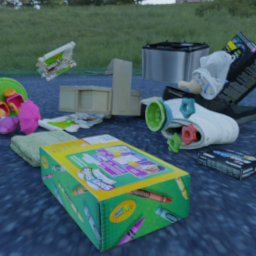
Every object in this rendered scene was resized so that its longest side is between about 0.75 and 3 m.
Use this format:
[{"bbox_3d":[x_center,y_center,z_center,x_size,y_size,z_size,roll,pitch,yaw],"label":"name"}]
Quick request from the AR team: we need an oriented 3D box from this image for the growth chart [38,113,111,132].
[{"bbox_3d":[-1.944,-0.287,10.162,1.997,0.245,2.760,12,20,35],"label":"growth chart"}]

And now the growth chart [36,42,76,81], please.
[{"bbox_3d":[-2.684,-2.453,10.612,1.657,0.203,2.289,-36,-1,-14],"label":"growth chart"}]

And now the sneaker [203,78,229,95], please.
[{"bbox_3d":[2.732,-1.376,8.864,0.573,0.515,1.394,41,29,30],"label":"sneaker"}]

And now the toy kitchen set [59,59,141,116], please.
[{"bbox_3d":[-0.985,-1.475,10.363,2.324,1.896,2.097,0,6,-43],"label":"toy kitchen set"}]

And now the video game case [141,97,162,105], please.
[{"bbox_3d":[1.588,-1.187,13.581,1.894,0.238,2.081,11,19,35],"label":"video game case"}]

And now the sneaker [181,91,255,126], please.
[{"bbox_3d":[2.889,-0.809,9.153,2.647,1.516,1.012,2,16,29],"label":"sneaker"}]

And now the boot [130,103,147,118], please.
[{"bbox_3d":[0.707,-0.586,10.615,1.532,0.554,1.274,2,13,-6],"label":"boot"}]

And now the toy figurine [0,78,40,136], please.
[{"bbox_3d":[-3.729,-0.386,8.684,2.238,1.680,2.060,-36,42,-29],"label":"toy figurine"}]

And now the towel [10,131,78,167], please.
[{"bbox_3d":[-2.036,0.433,7.093,1.525,0.375,2.056,-11,18,-34],"label":"towel"}]

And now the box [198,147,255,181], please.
[{"bbox_3d":[2.249,0.743,6.129,0.892,0.258,1.122,-10,18,-33],"label":"box"}]

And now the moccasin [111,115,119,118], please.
[{"bbox_3d":[-0.629,-0.626,10.908,0.487,0.514,1.332,-13,-3,-4],"label":"moccasin"}]

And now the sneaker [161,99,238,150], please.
[{"bbox_3d":[1.420,-0.192,8.106,1.695,1.081,2.934,-7,17,-37],"label":"sneaker"}]

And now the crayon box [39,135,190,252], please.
[{"bbox_3d":[-0.394,0.845,4.767,1.514,0.743,2.549,-9,17,-31],"label":"crayon box"}]

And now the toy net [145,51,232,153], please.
[{"bbox_3d":[1.287,-0.525,6.181,0.516,1.402,2.672,-1,-31,-27],"label":"toy net"}]

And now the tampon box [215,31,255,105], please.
[{"bbox_3d":[4.017,-2.145,10.404,1.303,2.063,1.546,26,33,-26],"label":"tampon box"}]

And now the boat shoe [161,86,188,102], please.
[{"bbox_3d":[2.664,-0.862,10.322,2.967,0.945,1.049,16,18,14],"label":"boat shoe"}]

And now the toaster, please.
[{"bbox_3d":[1.639,-2.370,9.867,1.917,1.258,2.120,13,25,30],"label":"toaster"}]
